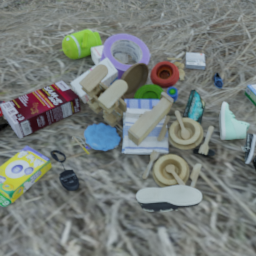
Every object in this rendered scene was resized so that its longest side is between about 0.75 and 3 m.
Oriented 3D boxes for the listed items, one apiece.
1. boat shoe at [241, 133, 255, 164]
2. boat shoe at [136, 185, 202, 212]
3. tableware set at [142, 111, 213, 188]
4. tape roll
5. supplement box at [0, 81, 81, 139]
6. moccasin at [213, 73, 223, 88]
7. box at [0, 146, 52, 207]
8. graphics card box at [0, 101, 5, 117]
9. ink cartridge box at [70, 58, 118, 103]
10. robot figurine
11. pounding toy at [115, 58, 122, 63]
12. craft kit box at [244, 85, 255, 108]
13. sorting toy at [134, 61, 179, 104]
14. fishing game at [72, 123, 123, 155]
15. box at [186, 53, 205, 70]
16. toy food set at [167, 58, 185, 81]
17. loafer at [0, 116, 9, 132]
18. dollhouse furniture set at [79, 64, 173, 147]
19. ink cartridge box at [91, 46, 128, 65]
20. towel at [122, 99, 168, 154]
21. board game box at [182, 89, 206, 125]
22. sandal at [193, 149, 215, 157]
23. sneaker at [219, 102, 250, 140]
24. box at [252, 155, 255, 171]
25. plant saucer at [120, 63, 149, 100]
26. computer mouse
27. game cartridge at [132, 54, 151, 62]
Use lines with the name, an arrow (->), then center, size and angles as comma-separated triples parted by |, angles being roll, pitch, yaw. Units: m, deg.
boat shoe -> 4.409, 0.751, 10.333 | 0.390, 0.421, 1.141 | 16, 85, 11
boat shoe -> 1.223, 2.185, 8.353 | 1.966, 0.593, 0.726 | -8, 31, 20
tableware set -> 1.753, 0.770, 9.797 | 1.868, 0.566, 2.826 | 15, 65, 22
tape roll -> -0.171, -3.472, 14.012 | 2.345, 0.996, 2.345 | 6, 62, -11
supplement box -> -3.670, -0.862, 11.968 | 2.879, 0.877, 1.567 | -29, 52, -28
moccasin -> 4.450, -2.381, 13.932 | 0.416, 0.352, 1.034 | -4, 44, -4
box -> -3.843, 1.633, 9.649 | 1.235, 0.509, 2.104 | 24, 50, 23
graphics card box -> -6.283, -0.762, 12.208 | 1.603, 0.408, 1.006 | 1, 44, 2
ink cartridge box -> -1.449, -2.025, 12.323 | 1.926, 1.392, 0.815 | -35, 85, -5
robot figurine -> -2.629, -4.625, 15.562 | 2.291, 1.325, 2.010 | -29, 24, -27
pounding toy -> -0.764, -2.988, 14.541 | 0.948, 0.570, 1.228 | 4, 70, -5
craft kit box -> 7.088, -1.099, 12.440 | 2.666, 0.655, 2.699 | -11, 45, -7
sorting toy -> 1.451, -1.612, 12.542 | 1.632, 1.115, 2.716 | 28, 79, 17
fishing game -> -1.016, 0.391, 11.077 | 1.484, 0.322, 2.073 | 39, 49, 26
box -> 3.676, -3.675, 15.350 | 1.004, 0.265, 1.287 | 6, 45, 5
toy food set -> 2.406, -3.025, 14.706 | 1.087, 0.269, 1.710 | 4, 52, 5
loafer -> -5.431, 0.123, 11.136 | 0.589, 0.603, 1.651 | 18, 46, 18
dollhouse furniture set -> -0.063, -1.030, 10.431 | 2.845, 2.493, 1.890 | 41, 79, 11
ink cartridge box -> -1.037, -3.952, 15.296 | 1.720, 0.725, 1.256 | -17, 46, -17
towel -> 0.666, -0.088, 11.019 | 1.781, 0.289, 2.425 | 1, 64, -1
board game box -> 2.688, -0.688, 11.276 | 0.206, 0.989, 1.462 | -10, 48, 45
sandal -> 2.876, 0.944, 10.612 | 0.825, 0.197, 0.310 | 7, 44, 25
sneaker -> 4.335, -0.263, 11.467 | 1.097, 0.684, 1.860 | 3, 53, 11
box -> 5.003, 1.122, 9.052 | 0.876, 2.033, 1.665 | 0, 44, -1
plant saucer -> 0.224, -2.106, 12.507 | 1.833, 1.833, 0.270 | -34, 58, -30
computer mouse -> -2.205, 1.459, 9.593 | 0.580, 0.337, 1.978 | -15, 44, -26
game cartridge -> 0.795, -3.955, 15.706 | 0.672, 0.210, 1.010 | 29, 51, 32
